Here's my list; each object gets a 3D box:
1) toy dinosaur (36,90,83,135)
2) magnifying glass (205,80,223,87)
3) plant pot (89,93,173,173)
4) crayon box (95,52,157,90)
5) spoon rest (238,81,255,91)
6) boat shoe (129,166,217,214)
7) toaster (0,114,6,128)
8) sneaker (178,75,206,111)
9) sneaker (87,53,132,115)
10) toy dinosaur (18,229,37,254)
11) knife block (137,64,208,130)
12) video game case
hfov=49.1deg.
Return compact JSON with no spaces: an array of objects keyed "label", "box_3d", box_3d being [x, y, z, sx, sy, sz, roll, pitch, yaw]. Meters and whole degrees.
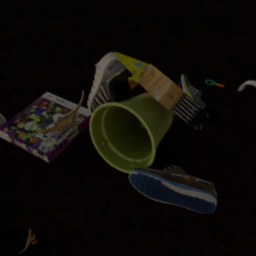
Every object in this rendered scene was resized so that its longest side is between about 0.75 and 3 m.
[{"label":"toy dinosaur","box_3d":[-2.239,-0.306,10.389,2.329,1.178,0.678,-38,76,4]},{"label":"magnifying glass","box_3d":[4.296,-2.203,13.974,0.918,0.103,0.365,23,49,21]},{"label":"plant pot","box_3d":[0.361,-0.103,10.352,2.662,2.662,2.448,24,37,23]},{"label":"crayon box","box_3d":[-0.126,-2.855,14.214,2.681,0.681,1.702,27,50,26]},{"label":"spoon rest","box_3d":[6.242,-1.542,12.874,1.138,0.694,2.291,-34,53,-30]},{"label":"boat shoe","box_3d":[1.468,1.866,9.243,2.889,1.044,1.046,20,42,6]},{"label":"toaster","box_3d":[-5.408,-0.137,11.296,0.638,1.123,0.725,46,50,-2]},{"label":"sneaker","box_3d":[2.872,-1.576,12.927,0.921,0.841,2.276,0,51,-10]},{"label":"sneaker","box_3d":[-0.616,-1.180,10.330,1.307,2.988,1.102,38,45,20]},{"label":"toy dinosaur","box_3d":[-2.905,3.350,8.235,0.398,0.227,0.750,-17,36,17]},{"label":"knife block","box_3d":[1.671,-1.002,9.898,0.798,2.190,2.495,-50,38,11]},{"label":"video game case","box_3d":[-3.305,-0.151,11.560,2.636,0.521,2.908,23,49,21]}]
